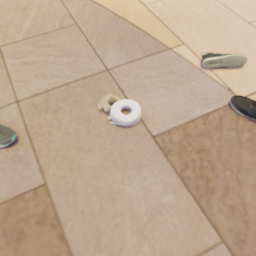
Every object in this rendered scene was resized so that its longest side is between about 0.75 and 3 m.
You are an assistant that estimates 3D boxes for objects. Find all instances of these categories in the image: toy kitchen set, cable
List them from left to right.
[{"bbox_3d":[-0.731,-0.920,11.824,0.793,0.716,0.647,-45,53,17],"label":"toy kitchen set"},{"bbox_3d":[-0.097,-0.635,11.510,1.280,0.443,1.280,13,55,10],"label":"cable"}]

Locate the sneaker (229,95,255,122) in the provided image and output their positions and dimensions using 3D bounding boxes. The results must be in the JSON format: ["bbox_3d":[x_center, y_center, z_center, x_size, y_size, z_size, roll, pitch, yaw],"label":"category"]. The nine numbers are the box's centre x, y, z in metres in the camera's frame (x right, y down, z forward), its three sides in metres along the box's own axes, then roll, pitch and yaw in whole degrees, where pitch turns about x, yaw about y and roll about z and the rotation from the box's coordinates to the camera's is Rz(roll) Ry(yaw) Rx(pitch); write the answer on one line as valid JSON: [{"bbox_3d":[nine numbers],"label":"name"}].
[{"bbox_3d":[5.294,-0.917,11.199,2.368,1.258,0.886,35,61,24],"label":"sneaker"}]

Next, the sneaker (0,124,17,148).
[{"bbox_3d":[-5.465,-0.011,10.634,2.470,1.127,0.958,14,55,9],"label":"sneaker"}]

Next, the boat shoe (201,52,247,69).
[{"bbox_3d":[4.541,-3.277,13.248,2.117,0.760,0.716,-2,48,2],"label":"boat shoe"}]
